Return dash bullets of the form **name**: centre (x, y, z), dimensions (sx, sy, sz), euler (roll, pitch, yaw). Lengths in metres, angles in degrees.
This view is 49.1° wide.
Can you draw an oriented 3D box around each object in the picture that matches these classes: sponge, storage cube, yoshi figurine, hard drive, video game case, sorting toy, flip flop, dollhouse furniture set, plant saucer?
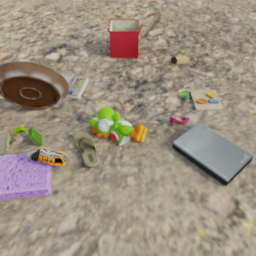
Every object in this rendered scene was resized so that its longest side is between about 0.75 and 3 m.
- **sponge**: centre (-4.015, 1.595, 9.207), dimensions (2.912, 0.434, 1.625), euler (-5, 44, -6)
- **storage cube**: centre (-0.201, -4.781, 15.031), dimensions (1.741, 1.565, 1.488), euler (0, 44, 1)
- **yoshi figurine**: centre (-0.399, -0.212, 10.654), dimensions (2.199, 1.236, 1.231), euler (15, 36, 18)
- **hard drive**: centre (2.996, 0.862, 10.029), dimensions (1.633, 0.385, 2.339), euler (-33, 53, -29)
- **video game case**: centre (-2.730, -1.911, 13.060), dimensions (1.407, 0.170, 1.545), euler (7, 44, 8)
- **sorting toy**: centre (3.168, -1.267, 12.328), dimensions (1.718, 0.253, 1.270), euler (0, 44, 0)
- **flip flop**: centre (-1.509, 0.695, 10.118), dimensions (0.703, 0.499, 1.735), euler (-14, 46, -14)
- **dollhouse furniture set**: centre (-4.148, 0.562, 10.434), dimensions (1.761, 0.680, 0.880), euler (-21, 52, 6)
- **plant saucer**: centre (-3.771, -1.475, 10.835), dimensions (2.900, 2.900, 0.465), euler (-1, 63, -1)

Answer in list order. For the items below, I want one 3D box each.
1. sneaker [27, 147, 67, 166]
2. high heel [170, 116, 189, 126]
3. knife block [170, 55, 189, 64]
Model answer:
- **sneaker**: centre (-2.640, 0.988, 9.260), dimensions (1.293, 0.506, 0.499), euler (6, 23, -20)
- **high heel**: centre (2.087, -0.364, 11.246), dimensions (0.889, 0.427, 0.300), euler (-19, 34, -19)
- **knife block**: centre (2.650, -3.492, 14.616), dimensions (0.887, 0.284, 0.778), euler (24, 50, 22)
